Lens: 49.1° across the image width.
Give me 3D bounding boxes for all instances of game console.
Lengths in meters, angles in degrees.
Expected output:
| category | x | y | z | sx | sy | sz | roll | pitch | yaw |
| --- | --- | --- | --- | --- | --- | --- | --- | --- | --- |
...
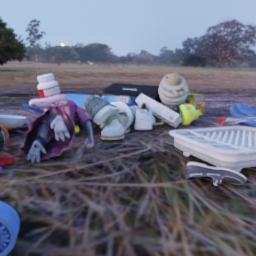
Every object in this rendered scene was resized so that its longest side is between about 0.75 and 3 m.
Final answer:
| category | x | y | z | sx | sy | sz | roll | pitch | yaw |
| --- | --- | --- | --- | --- | --- | --- | --- | --- | --- |
| game console | -3.143 | -1.366 | 13.518 | 2.819 | 1.668 | 2.406 | 6 | -13 | 31 |
| game console | 0.358 | -1.475 | 15.277 | 2.907 | 1.692 | 2.556 | 6 | 21 | 17 |

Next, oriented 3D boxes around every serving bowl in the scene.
| category | x | y | z | sx | sy | sz | roll | pitch | yaw |
| --- | --- | --- | --- | --- | --- | --- | --- | --- | --- |
| serving bowl | -4.622 | -0.233 | 10.758 | 1.293 | 0.425 | 1.293 | 7 | 5 | -1 |

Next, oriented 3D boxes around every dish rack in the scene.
| category | x | y | z | sx | sy | sz | roll | pitch | yaw |
| --- | --- | --- | --- | --- | --- | --- | --- | --- | --- |
| dish rack | 2.778 | 0.490 | 7.128 | 2.943 | 0.641 | 2.526 | -4 | 11 | -22 |

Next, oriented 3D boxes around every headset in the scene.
| category | x | y | z | sx | sy | sz | roll | pitch | yaw |
| --- | --- | --- | --- | --- | --- | --- | --- | --- | --- |
| headset | -1.804 | -0.398 | 10.255 | 1.673 | 0.786 | 1.033 | 46 | 23 | 23 |

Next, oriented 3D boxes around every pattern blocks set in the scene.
| category | x | y | z | sx | sy | sz | roll | pitch | yaw |
| --- | --- | --- | --- | --- | --- | --- | --- | --- | --- |
| pattern blocks set | -3.692 | 0.909 | 6.194 | 1.865 | 0.151 | 1.639 | 1 | 10 | 1 |

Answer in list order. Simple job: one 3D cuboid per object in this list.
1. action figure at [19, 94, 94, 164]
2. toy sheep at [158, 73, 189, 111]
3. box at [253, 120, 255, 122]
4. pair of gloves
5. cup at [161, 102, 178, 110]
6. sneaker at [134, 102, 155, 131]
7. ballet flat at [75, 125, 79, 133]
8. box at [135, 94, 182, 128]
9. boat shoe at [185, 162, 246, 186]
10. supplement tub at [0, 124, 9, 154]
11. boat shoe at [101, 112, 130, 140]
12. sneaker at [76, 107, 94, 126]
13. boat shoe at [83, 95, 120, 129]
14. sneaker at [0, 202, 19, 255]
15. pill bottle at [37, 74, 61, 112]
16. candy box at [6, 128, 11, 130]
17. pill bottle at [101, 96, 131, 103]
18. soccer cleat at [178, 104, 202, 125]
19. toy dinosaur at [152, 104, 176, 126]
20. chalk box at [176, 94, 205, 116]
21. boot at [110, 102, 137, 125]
| category | x | y | z | sx | sy | sz | roll | pitch | yaw |
| --- | --- | --- | --- | --- | --- | --- | --- | --- | --- |
| action figure | -2.010 | -0.251 | 7.773 | 1.871 | 2.080 | 2.794 | -5 | 24 | 7 |
| toy sheep | 2.213 | -1.733 | 13.663 | 1.587 | 2.302 | 1.587 | 0 | 51 | 0 |
| box | 4.575 | -0.154 | 10.410 | 0.461 | 0.503 | 1.435 | 26 | 24 | 28 |
| pair of gloves | 3.808 | -0.140 | 7.886 | 2.202 | 0.312 | 2.739 | 10 | -9 | 7 |
| cup | 2.090 | -0.968 | 14.458 | 0.859 | 0.614 | 0.859 | 4 | 25 | -2 |
| sneaker | 0.718 | -0.556 | 11.411 | 0.820 | 1.045 | 2.104 | 1 | 11 | 5 |
| ballet flat | -2.279 | 0.013 | 10.379 | 0.979 | 0.328 | 0.327 | 1 | 12 | 8 |
| box | 1.245 | -0.752 | 11.774 | 2.272 | 0.471 | 0.440 | 34 | -11 | 38 |
| boat shoe | 1.715 | 1.003 | 5.573 | 1.159 | 0.421 | 0.363 | 11 | 59 | 20 |
| supplement tub | -3.406 | 0.340 | 6.332 | 0.934 | 0.934 | 1.525 | 1 | 9 | 4 |
| boat shoe | -0.437 | -0.095 | 9.806 | 0.823 | 0.753 | 2.201 | 2 | 11 | 10 |
| sneaker | -2.121 | -0.397 | 11.377 | 2.141 | 0.757 | 1.046 | -7 | 12 | -20 |
| boat shoe | -0.993 | -0.649 | 10.383 | 0.901 | 1.062 | 2.916 | 44 | 1 | 4 |
| sneaker | -2.567 | 1.064 | 3.384 | 2.657 | 0.932 | 1.035 | -2 | 19 | -1 |
| pill bottle | -3.074 | -1.355 | 11.005 | 0.803 | 1.430 | 0.803 | -10 | 17 | 3 |
| candy box | -4.945 | 0.090 | 10.483 | 0.520 | 0.134 | 1.017 | 4 | 12 | 19 |
| pill bottle | -0.846 | -1.129 | 14.379 | 1.911 | 1.039 | 1.039 | 3 | 11 | 8 |
| soccer cleat | 2.771 | -0.647 | 12.465 | 1.073 | 0.829 | 2.565 | 2 | 11 | 11 |
| toy dinosaur | 1.560 | -0.552 | 12.276 | 1.150 | 0.619 | 2.609 | -29 | 11 | 5 |
| chalk box | 3.000 | -1.256 | 14.825 | 1.131 | 1.124 | 1.813 | -9 | 14 | -41 |
| boot | -0.017 | -0.728 | 12.284 | 1.273 | 1.025 | 2.818 | -6 | 15 | -20 |
